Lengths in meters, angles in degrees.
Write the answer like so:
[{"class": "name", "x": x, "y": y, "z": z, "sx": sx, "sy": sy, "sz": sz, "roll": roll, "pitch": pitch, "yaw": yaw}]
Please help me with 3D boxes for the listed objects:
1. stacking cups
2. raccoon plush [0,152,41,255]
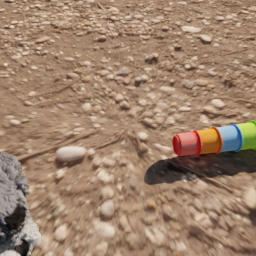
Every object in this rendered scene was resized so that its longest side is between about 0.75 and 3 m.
[{"class": "stacking cups", "x": 2.218, "y": 0.285, "z": 6.287, "sx": 2.380, "sy": 0.720, "sz": 0.720, "roll": -9, "pitch": 46, "yaw": -10}, {"class": "raccoon plush", "x": -2.007, "y": 1.000, "z": 4.624, "sx": 1.276, "sy": 1.767, "sz": 2.638, "roll": 0, "pitch": 60, "yaw": -1}]
